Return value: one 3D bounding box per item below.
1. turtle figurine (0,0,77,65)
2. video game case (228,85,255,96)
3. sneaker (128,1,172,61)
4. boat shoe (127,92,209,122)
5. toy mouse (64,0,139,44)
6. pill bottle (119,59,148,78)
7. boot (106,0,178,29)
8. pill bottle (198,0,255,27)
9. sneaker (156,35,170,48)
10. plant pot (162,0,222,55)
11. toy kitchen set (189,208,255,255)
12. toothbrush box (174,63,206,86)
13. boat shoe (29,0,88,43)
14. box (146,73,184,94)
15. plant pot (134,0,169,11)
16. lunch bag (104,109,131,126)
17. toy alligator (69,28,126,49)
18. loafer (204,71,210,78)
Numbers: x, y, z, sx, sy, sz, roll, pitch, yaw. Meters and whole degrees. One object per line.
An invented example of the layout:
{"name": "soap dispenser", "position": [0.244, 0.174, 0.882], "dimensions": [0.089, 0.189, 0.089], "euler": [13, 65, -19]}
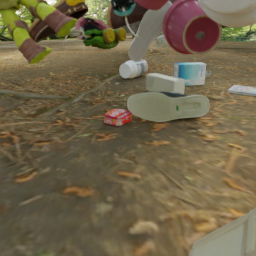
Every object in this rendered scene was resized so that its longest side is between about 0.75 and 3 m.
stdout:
{"name": "turtle figurine", "position": [-1.571, -1.875, 3.789], "dimensions": [2.179, 1.757, 0.702], "euler": [-46, 7, -4]}
{"name": "video game case", "position": [5.358, -1.630, 12.344], "dimensions": [1.568, 0.141, 1.123], "euler": [13, 25, 30]}
{"name": "sneaker", "position": [0.675, -3.006, 8.400], "dimensions": [0.706, 1.916, 1.107], "euler": [34, 34, -9]}
{"name": "boat shoe", "position": [1.237, -0.717, 9.076], "dimensions": [2.588, 0.929, 0.875], "euler": [0, 12, -6]}
{"name": "toy mouse", "position": [-0.553, -2.760, 6.690], "dimensions": [2.044, 2.300, 0.445], "euler": [33, 16, -3]}
{"name": "pill bottle", "position": [0.297, -3.256, 15.406], "dimensions": [0.947, 0.947, 1.634], "euler": [14, 25, 32]}
{"name": "boot", "position": [0.674, -4.296, 10.003], "dimensions": [2.205, 0.959, 2.651], "euler": [11, 44, 28]}
{"name": "pill bottle", "position": [2.279, -2.760, 5.208], "dimensions": [1.603, 1.603, 2.934], "euler": [13, 27, 30]}
{"name": "sneaker", "position": [1.526, -3.440, 11.098], "dimensions": [0.647, 0.613, 1.603], "euler": [-14, 9, -3]}
{"name": "plant pot", "position": [1.721, -2.527, 7.201], "dimensions": [1.483, 1.483, 1.327], "euler": [-2, 31, -4]}
{"name": "toy kitchen set", "position": [1.996, 1.630, 3.191], "dimensions": [1.878, 1.694, 1.532], "euler": [44, 34, 2]}
{"name": "toothbrush box", "position": [3.007, -2.652, 13.742], "dimensions": [1.415, 1.036, 0.603], "euler": [-4, 21, -10]}
{"name": "boat shoe", "position": [-2.018, -3.212, 8.301], "dimensions": [2.246, 0.790, 0.791], "euler": [-54, 14, -26]}
{"name": "box", "position": [1.567, -1.864, 12.132], "dimensions": [0.625, 0.752, 1.829], "euler": [-14, 26, -32]}
{"name": "plant pot", "position": [0.399, -1.985, 3.488], "dimensions": [0.902, 0.808, 0.902], "euler": [16, 52, -22]}
{"name": "lunch bag", "position": [-0.272, -0.324, 8.755], "dimensions": [0.722, 0.336, 0.820], "euler": [16, 27, 25]}
{"name": "toy alligator", "position": [-0.458, -1.406, 4.485], "dimensions": [0.435, 0.316, 1.313], "euler": [4, 20, 34]}
{"name": "loafer", "position": [4.286, -3.001, 15.612], "dimensions": [0.336, 0.335, 0.961], "euler": [18, 27, 38]}
